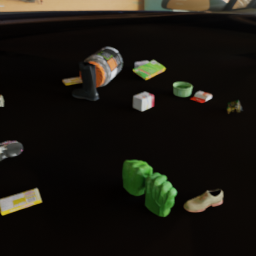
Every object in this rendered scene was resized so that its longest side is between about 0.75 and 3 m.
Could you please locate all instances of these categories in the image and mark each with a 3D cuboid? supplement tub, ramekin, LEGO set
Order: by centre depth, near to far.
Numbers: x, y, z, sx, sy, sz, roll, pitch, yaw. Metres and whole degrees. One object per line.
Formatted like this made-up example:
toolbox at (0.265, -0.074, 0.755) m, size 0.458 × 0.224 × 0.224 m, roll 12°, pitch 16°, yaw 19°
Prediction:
LEGO set at (4.824, -0.850, 12.707) m, size 0.653 × 0.492 × 0.849 m, roll -22°, pitch 18°, yaw 24°
ramekin at (2.806, -1.973, 14.525) m, size 0.984 × 0.480 × 0.984 m, roll 0°, pitch 29°, yaw 0°
supplement tub at (-1.514, -3.382, 15.771) m, size 1.732 × 1.732 × 2.827 m, roll 9°, pitch 31°, yaw 15°

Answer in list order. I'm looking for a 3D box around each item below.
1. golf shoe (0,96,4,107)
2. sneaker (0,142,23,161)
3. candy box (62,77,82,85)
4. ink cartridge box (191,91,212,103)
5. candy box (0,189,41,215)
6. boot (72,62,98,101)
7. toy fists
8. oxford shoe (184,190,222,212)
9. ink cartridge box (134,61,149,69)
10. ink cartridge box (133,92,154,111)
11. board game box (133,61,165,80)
golf shoe at (-6.241, -1.282, 13.463) m, size 0.438 × 0.353 × 0.901 m, roll -14°, pitch 30°, yaw -12°
sneaker at (-4.439, 0.850, 9.536) m, size 1.578 × 0.634 × 0.681 m, roll -12°, pitch 14°, yaw -27°
candy box at (-3.082, -2.708, 16.158) m, size 1.276 × 0.168 × 0.652 m, roll -15°, pitch 30°, yaw -25°
ink cartridge box at (3.654, -1.555, 14.060) m, size 0.715 × 0.221 × 0.881 m, roll 25°, pitch 35°, yaw 37°
candy box at (-2.977, 2.028, 7.728) m, size 1.037 × 0.137 × 0.530 m, roll -14°, pitch 30°, yaw -24°
boot at (-2.211, -2.327, 13.698) m, size 1.514 × 1.836 × 0.603 m, roll 11°, pitch 41°, yaw 20°
toy fists at (0.537, 1.538, 7.752) m, size 0.652 × 0.966 × 1.896 m, roll -21°, pitch 36°, yaw -32°
oxford shoe at (2.036, 1.931, 7.596) m, size 1.177 × 0.435 × 0.417 m, roll -12°, pitch 32°, yaw -21°
ink cartridge box at (1.100, -4.006, 18.197) m, size 1.148 × 0.438 × 0.783 m, roll -16°, pitch 35°, yaw -24°
ink cartridge box at (0.703, -1.228, 13.082) m, size 0.820 × 0.593 × 0.596 m, roll -26°, pitch 38°, yaw -38°
board game box at (1.268, -3.524, 17.124) m, size 0.989 × 0.310 × 2.069 m, roll 39°, pitch 46°, yaw 23°
